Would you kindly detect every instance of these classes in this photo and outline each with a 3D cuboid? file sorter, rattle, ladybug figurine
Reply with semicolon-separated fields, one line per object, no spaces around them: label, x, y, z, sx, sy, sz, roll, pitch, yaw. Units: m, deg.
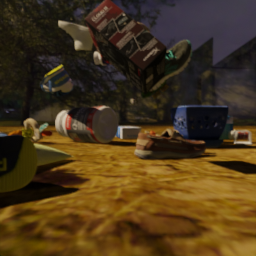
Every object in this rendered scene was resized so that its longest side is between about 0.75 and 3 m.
file sorter;4.881;0.401;11.974;0.641;0.575;0.923;0;2;15
rattle;-4.330;0.241;12.242;1.749;1.139;1.249;17;14;42
ladybug figurine;-0.245;-3.228;11.155;1.780;0.943;2.622;15;-20;-35

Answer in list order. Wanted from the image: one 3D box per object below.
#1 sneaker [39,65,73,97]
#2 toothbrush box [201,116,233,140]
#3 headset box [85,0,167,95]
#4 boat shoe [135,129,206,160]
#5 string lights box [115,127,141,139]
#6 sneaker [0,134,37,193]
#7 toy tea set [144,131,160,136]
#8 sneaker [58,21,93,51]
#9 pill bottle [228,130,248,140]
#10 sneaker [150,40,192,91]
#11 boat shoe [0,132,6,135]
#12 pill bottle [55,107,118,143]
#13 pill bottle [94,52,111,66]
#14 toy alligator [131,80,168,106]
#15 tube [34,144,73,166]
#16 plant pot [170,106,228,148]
sneaker;-3.094;-1.813;12.204;1.014;1.128;2.744;-42;13;-16
toothbrush box;4.652;-0.013;14.713;1.675;1.226;0.714;0;2;-25
headset box;-0.078;-1.793;6.237;1.888;0.729;1.405;45;-6;14
boat shoe;1.231;0.421;7.743;2.178;0.782;0.825;-1;2;-25
string lights box;-0.045;0.257;15.616;1.071;0.615;2.085;0;2;-13
sneaker;-2.660;0.481;3.646;1.122;1.009;2.728;1;-6;45
toy tea set;1.143;0.484;14.367;1.187;0.439;0.706;3;29;-49
sneaker;-1.677;-2.847;8.790;1.331;0.769;0.490;23;22;18
pill bottle;5.664;0.363;14.397;0.910;0.499;0.499;0;2;-5
sneaker;1.488;-2.776;12.354;2.947;1.144;1.344;-42;-33;27
boat shoe;-6.632;0.433;13.540;0.462;0.520;1.413;-8;-11;33
pill bottle;-1.961;-0.155;12.908;2.778;1.609;1.609;1;2;37
pill bottle;-0.993;-3.447;13.732;1.273;0.737;0.737;0;2;10
toy alligator;1.224;-1.950;14.114;2.792;0.925;0.671;-42;4;-34
tube;-2.211;0.613;6.179;0.638;0.713;2.459;-37;-12;14
plant pot;2.657;-0.049;10.732;1.717;1.544;1.717;0;2;-9
